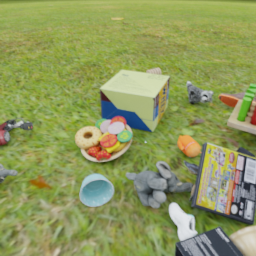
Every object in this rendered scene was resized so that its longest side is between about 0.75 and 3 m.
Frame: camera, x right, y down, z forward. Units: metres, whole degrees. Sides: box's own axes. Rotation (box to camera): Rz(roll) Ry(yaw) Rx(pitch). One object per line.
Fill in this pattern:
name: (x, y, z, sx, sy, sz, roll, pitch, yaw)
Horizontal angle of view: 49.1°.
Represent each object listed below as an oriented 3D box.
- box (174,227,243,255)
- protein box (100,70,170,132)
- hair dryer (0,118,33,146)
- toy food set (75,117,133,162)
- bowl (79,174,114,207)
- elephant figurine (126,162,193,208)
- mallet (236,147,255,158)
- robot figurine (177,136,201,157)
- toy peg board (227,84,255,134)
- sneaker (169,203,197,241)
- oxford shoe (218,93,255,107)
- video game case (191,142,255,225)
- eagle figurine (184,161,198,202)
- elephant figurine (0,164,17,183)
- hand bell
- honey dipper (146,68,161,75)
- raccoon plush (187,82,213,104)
box: (1.871, 3.015, 5.733, 1.181, 0.660, 1.673, -14, 34, -16)
protein box: (0.341, -1.218, 11.758, 2.266, 1.540, 2.282, 11, 33, 18)
hair dryer: (-4.836, 0.225, 10.583, 2.259, 0.614, 1.721, -19, 19, -35)
toy food set: (-0.776, 0.360, 9.751, 1.926, 0.473, 1.945, -31, 44, -13)
bowl: (-0.902, 1.640, 7.696, 0.936, 0.936, 0.489, -9, 31, -14)
elephant figurine: (0.958, 1.542, 7.978, 1.097, 1.202, 1.550, -14, 6, 43)
mallet: (3.619, 1.316, 8.780, 0.591, 0.369, 1.795, 28, 43, 4)
robot figurine: (2.082, 0.638, 9.660, 0.571, 0.704, 0.979, -45, 37, 3)
toy peg board: (4.944, -0.652, 10.011, 2.116, 1.039, 2.124, 19, 36, 24)
sneaker: (1.407, 2.280, 6.982, 0.431, 0.507, 1.145, 24, 26, -29)
oxford shoe: (4.960, -1.308, 12.687, 1.685, 0.601, 0.614, 17, 60, 9)
video game case: (2.625, 1.444, 7.441, 1.614, 0.228, 1.786, 18, 68, -1)
eagle figurine: (2.082, 1.427, 7.975, 1.333, 1.006, 1.011, -6, 41, -24)
elephant figurine: (-3.930, 1.379, 8.263, 1.103, 0.780, 0.855, 3, 30, -31)
hand bell: (2.862, 3.131, 5.617, 1.037, 1.037, 1.992, -3, 45, -5)
honey dipper: (0.359, -2.720, 15.180, 2.987, 0.567, 0.567, -14, 34, -17)
raccoon plush: (3.335, -1.735, 13.008, 1.038, 0.750, 1.549, -3, 54, 5)
